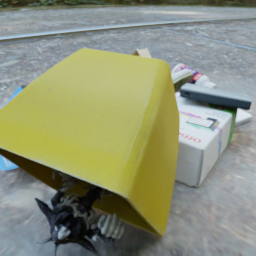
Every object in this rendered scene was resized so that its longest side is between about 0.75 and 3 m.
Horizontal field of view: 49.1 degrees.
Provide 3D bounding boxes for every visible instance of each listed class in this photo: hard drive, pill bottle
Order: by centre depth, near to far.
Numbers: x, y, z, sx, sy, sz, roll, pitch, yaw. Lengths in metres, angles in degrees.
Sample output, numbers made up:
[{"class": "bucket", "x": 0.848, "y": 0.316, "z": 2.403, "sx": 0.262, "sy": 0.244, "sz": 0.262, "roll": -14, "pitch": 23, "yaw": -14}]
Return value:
[{"class": "hard drive", "x": 2.721, "y": -0.995, "z": 8.733, "sx": 2.030, "sy": 0.334, "sz": 1.417, "roll": 14, "pitch": 17, "yaw": 16}, {"class": "hard drive", "x": 3.410, "y": -0.366, "z": 10.201, "sx": 1.813, "sy": 0.238, "sz": 1.196, "roll": -16, "pitch": 33, "yaw": -27}, {"class": "pill bottle", "x": 2.764, "y": -1.897, "z": 11.955, "sx": 1.865, "sy": 1.039, "sz": 1.039, "roll": 36, "pitch": 44, "yaw": 29}]

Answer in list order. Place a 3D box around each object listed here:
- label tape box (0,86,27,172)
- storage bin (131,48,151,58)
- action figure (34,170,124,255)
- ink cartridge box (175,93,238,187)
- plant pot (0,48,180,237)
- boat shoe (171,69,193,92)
[{"class": "label tape box", "x": -2.234, "y": -0.168, "z": 7.751, "sx": 2.936, "sy": 0.929, "sz": 2.117, "roll": -9, "pitch": 52, "yaw": -42}, {"class": "storage bin", "x": 0.497, "y": -2.433, "z": 11.976, "sx": 0.666, "sy": 1.420, "sz": 1.410, "roll": -24, "pitch": -3, "yaw": -39}, {"class": "action figure", "x": -0.689, "y": 1.269, "z": 5.148, "sx": 1.616, "sy": 1.387, "sz": 2.718, "roll": 40, "pitch": 79, "yaw": 5}, {"class": "ink cartridge box", "x": 1.702, "y": 0.153, "z": 8.258, "sx": 2.102, "sy": 1.219, "sz": 2.903, "roll": 19, "pitch": 34, "yaw": 29}, {"class": "plant pot", "x": -0.398, "y": 0.129, "z": 5.627, "sx": 2.948, "sy": 2.947, "sz": 2.600, "roll": 16, "pitch": 66, "yaw": 25}, {"class": "boat shoe", "x": 1.345, "y": -1.739, "z": 10.970, "sx": 2.620, "sy": 0.979, "sz": 0.896, "roll": -28, "pitch": 68, "yaw": -17}]
